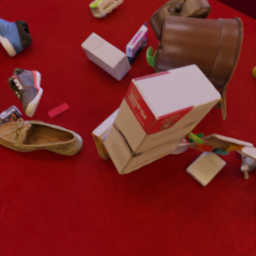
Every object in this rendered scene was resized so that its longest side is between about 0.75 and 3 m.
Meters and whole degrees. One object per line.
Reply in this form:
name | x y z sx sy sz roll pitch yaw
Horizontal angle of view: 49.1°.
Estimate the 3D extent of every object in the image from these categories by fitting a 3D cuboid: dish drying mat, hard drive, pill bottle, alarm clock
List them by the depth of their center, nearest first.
hard drive | 2.580 1.297 9.282 1.158 0.147 0.764 -38 65 -25
alarm clock | 1.726 -3.733 9.368 2.016 2.989 0.995 -27 89 16
pill bottle | 1.568 0.256 9.656 0.665 0.665 1.168 -8 59 -5
pill bottle | -4.397 -0.346 10.154 0.486 0.486 0.916 37 65 21
dish drying mat | -2.636 -0.654 10.592 0.795 0.072 0.305 -32 64 -19

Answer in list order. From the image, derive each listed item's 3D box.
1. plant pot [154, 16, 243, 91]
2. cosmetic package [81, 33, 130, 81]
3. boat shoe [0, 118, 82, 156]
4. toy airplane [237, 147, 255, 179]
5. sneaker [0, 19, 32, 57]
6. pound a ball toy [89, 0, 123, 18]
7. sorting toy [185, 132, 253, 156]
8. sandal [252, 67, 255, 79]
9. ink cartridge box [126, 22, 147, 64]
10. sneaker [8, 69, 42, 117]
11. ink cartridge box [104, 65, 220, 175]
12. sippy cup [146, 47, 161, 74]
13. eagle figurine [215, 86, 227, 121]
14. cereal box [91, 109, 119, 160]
plant pot | 1.971 -2.379 8.467 2.129 2.151 2.151 10 58 0
cosmetic package | -0.886 -2.846 11.269 1.866 1.004 0.791 38 81 21
boat shoe | -3.063 0.225 9.446 2.995 0.939 1.098 5 67 2
toy airplane | 4.788 1.437 8.520 2.519 1.785 2.530 12 22 -4
sneaker | -5.171 -4.361 12.358 1.403 0.968 2.521 -34 68 -13
pound a ball toy | -1.079 -6.073 13.721 1.156 0.753 1.773 22 57 43
sorting toy | 2.477 0.529 8.571 2.083 1.540 0.307 13 72 -22
sandal | 5.756 -1.915 11.073 0.716 0.654 1.645 -21 62 -18
ink cartridge box | 0.460 -3.644 11.994 0.341 0.869 1.836 22 61 13
sneaker | -3.370 -1.177 8.925 0.972 0.915 2.374 18 25 -30
ink cartridge box | 0.756 -0.135 7.716 2.121 2.920 1.217 -19 66 -31
sippy cup | 1.993 -2.971 11.224 2.218 1.742 1.625 30 49 -7
eagle figurine | 2.363 -1.337 10.010 2.328 1.757 1.767 3 56 3
cereal box | -0.363 0.075 9.315 0.352 1.282 1.781 29 58 30
